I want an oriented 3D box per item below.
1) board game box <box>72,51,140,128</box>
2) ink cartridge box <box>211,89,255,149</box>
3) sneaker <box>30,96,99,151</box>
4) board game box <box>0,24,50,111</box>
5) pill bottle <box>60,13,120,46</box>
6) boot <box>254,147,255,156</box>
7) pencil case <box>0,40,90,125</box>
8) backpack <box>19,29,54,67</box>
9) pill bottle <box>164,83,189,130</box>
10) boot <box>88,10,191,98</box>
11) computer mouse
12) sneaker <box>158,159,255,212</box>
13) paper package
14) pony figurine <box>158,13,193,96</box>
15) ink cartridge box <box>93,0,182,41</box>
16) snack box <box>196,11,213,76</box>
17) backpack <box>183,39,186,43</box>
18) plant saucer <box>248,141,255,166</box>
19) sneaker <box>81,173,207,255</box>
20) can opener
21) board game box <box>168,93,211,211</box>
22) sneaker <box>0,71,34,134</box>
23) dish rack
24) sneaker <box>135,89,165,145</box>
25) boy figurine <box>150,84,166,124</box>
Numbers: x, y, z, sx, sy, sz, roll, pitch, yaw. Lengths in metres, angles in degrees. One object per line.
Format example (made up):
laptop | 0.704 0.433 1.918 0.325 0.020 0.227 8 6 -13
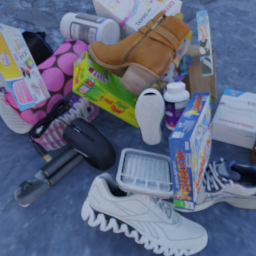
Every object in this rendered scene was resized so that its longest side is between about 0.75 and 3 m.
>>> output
board game box | -0.455 -1.094 8.412 2.489 0.593 1.264 29 39 -35
ink cartridge box | 3.412 -0.335 8.677 1.293 0.758 1.766 16 50 23
sneaker | -2.045 -0.256 8.631 1.061 0.966 2.401 24 51 34
board game box | -2.560 -1.429 6.612 0.378 1.875 1.435 -21 13 3
pill bottle | -1.289 -3.158 9.194 1.844 1.049 1.049 25 52 29
boot | 3.736 -0.293 6.717 2.169 2.872 1.037 -55 24 -4
pencil case | -2.393 -1.516 8.532 1.374 1.331 2.933 14 51 38
backpack | -3.484 -2.524 10.055 2.107 1.924 1.418 29 71 41
pill bottle | 1.127 -0.493 6.468 0.580 1.031 0.580 -7 26 3
boot | 0.177 -2.241 7.332 2.088 1.031 2.689 -53 45 12
computer mouse | -1.428 0.421 7.405 2.343 0.539 1.645 48 63 -5
sneaker | 2.142 1.273 6.929 2.970 1.265 1.144 -3 47 -2
paper package | 1.906 -1.730 9.023 0.938 1.729 1.814 -21 27 -15
pony figurine | 1.064 -1.831 8.060 1.802 2.089 2.164 17 83 -11
ink cartridge box | 0.467 -3.856 9.768 2.770 1.734 1.780 39 84 9
snack box | 1.963 -2.117 7.155 0.282 1.521 0.883 -5 11 18
backpack | 2.087 -3.919 12.142 0.775 0.583 0.688 -14 51 -19
plant saucer | 4.657 0.943 7.826 2.375 0.409 2.375 1 48 -1
sneaker | 0.396 1.881 6.168 2.849 1.155 1.071 17 13 6
can opener | -1.976 1.252 7.382 0.733 0.581 2.206 14 45 38
board game box | 1.394 0.368 5.936 0.397 1.561 2.306 3 28 24
sneaker | -3.718 -0.965 9.170 1.059 1.072 2.701 -29 77 -5
dish rack | 0.402 1.030 6.232 1.267 0.321 1.477 10 28 0
sneaker | 0.582 -0.533 6.921 0.676 1.679 1.229 0 44 9
boy figurine | 0.748 -0.693 8.020 0.866 1.393 0.449 22 62 35
